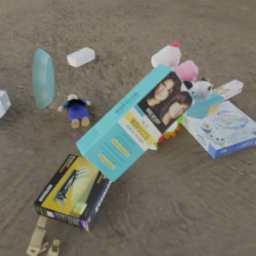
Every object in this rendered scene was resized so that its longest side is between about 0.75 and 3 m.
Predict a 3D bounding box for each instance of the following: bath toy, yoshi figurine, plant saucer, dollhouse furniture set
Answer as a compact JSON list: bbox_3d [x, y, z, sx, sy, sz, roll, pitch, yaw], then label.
[{"bbox_3d":[1.843,-1.657,9.066,1.298,1.103,2.985,6,44,-38],"label":"bath toy"},{"bbox_3d":[0.818,-0.262,9.815,2.545,1.425,1.430,-24,39,-31],"label":"yoshi figurine"},{"bbox_3d":[-2.507,-1.472,8.498,0.329,1.828,1.828,0,40,-4],"label":"plant saucer"},{"bbox_3d":[-2.023,2.764,6.988,0.719,0.452,0.813,23,38,-11],"label":"dollhouse furniture set"}]

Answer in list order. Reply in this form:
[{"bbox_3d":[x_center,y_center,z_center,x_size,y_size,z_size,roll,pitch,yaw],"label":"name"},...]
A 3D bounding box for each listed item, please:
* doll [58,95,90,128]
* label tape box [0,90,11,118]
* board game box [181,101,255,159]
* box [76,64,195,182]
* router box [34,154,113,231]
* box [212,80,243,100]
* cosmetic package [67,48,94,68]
[{"bbox_3d":[-2.105,-0.762,11.076,1.301,0.462,1.907,-10,41,-13],"label":"doll"},{"bbox_3d":[-5.811,-0.569,10.626,1.678,0.737,2.327,4,39,5],"label":"label tape box"},{"bbox_3d":[3.399,-0.032,10.174,2.194,0.476,2.183,-14,42,-17],"label":"board game box"},{"bbox_3d":[0.185,-0.108,6.023,2.518,1.036,0.619,-44,31,-2],"label":"box"},{"bbox_3d":[-1.429,1.742,7.992,1.571,0.522,1.999,12,41,14],"label":"router box"},{"bbox_3d":[3.926,-1.422,11.874,2.326,0.450,0.482,-24,45,-26],"label":"box"},{"bbox_3d":[-2.442,-3.677,14.579,0.673,0.490,1.324,26,45,28],"label":"cosmetic package"}]
